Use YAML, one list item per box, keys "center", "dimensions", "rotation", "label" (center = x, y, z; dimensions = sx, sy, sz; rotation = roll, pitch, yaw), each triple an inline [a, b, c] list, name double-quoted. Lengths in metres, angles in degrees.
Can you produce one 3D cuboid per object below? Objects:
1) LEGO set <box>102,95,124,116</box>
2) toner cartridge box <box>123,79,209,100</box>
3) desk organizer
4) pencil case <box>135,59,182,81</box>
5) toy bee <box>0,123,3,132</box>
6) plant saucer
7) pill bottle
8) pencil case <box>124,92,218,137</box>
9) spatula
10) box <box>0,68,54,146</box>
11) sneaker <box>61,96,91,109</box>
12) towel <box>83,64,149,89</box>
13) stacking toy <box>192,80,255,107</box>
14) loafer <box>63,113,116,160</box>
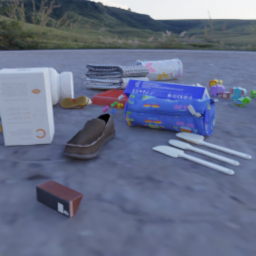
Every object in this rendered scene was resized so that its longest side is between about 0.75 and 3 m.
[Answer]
- center: [-0.455, -0.803, 10.135]
  dimensions: [0.973, 0.371, 0.399]
  rotation: [-39, -9, -7]
  label: "LEGO set"
- center: [1.380, -0.985, 9.796]
  dimensions: [2.845, 0.614, 1.351]
  rotation: [12, -18, 30]
  label: "toner cartridge box"
- center: [-1.219, 1.237, 4.980]
  dimensions: [0.891, 0.320, 0.343]
  rotation: [13, 21, 34]
  label: "desk organizer"
- center: [1.860, -3.581, 17.274]
  dimensions: [2.963, 1.232, 1.344]
  rotation: [-7, 51, -20]
  label: "pencil case"
- center: [-4.009, 0.008, 8.445]
  dimensions: [0.876, 0.476, 0.574]
  rotation: [10, -13, 4]
  label: "toy bee"
- center: [-0.373, -1.313, 12.199]
  dimensions: [2.028, 0.372, 2.024]
  rotation: [9, 21, 27]
  label: "plant saucer"
- center: [-3.689, -1.682, 11.496]
  dimensions: [2.750, 1.522, 1.522]
  rotation: [-3, 19, -8]
  label: "pill bottle"
- center: [1.229, -0.444, 8.515]
  dimensions: [2.826, 1.103, 1.227]
  rotation: [8, -3, 26]
  label: "pencil case"
- center: [1.885, 0.573, 7.107]
  dimensions: [2.116, 0.170, 1.471]
  rotation: [17, 25, 40]
  label: "spatula"
- center: [-2.771, -0.601, 7.699]
  dimensions: [1.221, 1.962, 0.956]
  rotation: [-2, 18, -8]
  label: "box"
- center: [-2.084, -0.966, 11.210]
  dimensions: [1.238, 0.464, 0.558]
  rotation: [-3, -13, 21]
  label: "sneaker"
- center: [-0.635, -2.748, 14.633]
  dimensions: [2.816, 1.205, 2.332]
  rotation: [9, 17, 36]
  label: "towel"
- center: [4.531, -1.646, 12.715]
  dimensions: [2.829, 0.665, 2.133]
  rotation: [18, 26, 40]
  label: "stacking toy"
- center: [-1.006, 0.138, 7.371]
  dimensions: [0.820, 0.797, 2.246]
  rotation: [6, 20, 16]
  label: "loafer"
